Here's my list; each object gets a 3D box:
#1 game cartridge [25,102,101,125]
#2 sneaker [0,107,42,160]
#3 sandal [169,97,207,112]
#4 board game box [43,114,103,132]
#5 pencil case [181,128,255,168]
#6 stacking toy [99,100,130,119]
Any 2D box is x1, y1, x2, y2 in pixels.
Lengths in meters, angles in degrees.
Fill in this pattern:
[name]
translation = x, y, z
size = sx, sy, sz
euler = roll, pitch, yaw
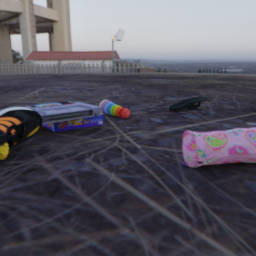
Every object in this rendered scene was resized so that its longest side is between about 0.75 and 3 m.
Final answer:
[game cartridge]
translation = -2.315, -0.538, 9.221
size = 2.408, 0.462, 1.561
euler = -11, 22, -39
[sneaker]
translation = -3.017, 0.320, 6.567
size = 1.341, 1.043, 2.981
euler = 24, 25, 27
[sandal]
translation = 2.774, -1.023, 12.956
size = 2.041, 0.488, 0.767
euler = -19, 21, -20
[board game box]
translation = -1.981, -0.304, 9.947
size = 1.823, 0.408, 1.226
euler = -9, 17, -34
[pencil case]
translation = 2.167, 0.441, 6.140
size = 1.976, 0.864, 0.864
euler = -3, 14, -11
[stacking toy]
translation = -0.526, -0.718, 11.380
size = 0.620, 0.620, 1.451
euler = -13, 24, -43
